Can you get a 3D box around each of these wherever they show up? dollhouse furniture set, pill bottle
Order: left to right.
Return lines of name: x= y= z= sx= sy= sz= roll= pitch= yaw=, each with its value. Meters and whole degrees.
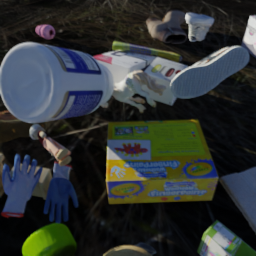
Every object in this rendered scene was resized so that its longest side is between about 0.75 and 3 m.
dollhouse furniture set: x=-3.398 y=0.818 z=5.804 sx=2.870 sy=2.538 sz=1.596 roll=8 pitch=43 yaw=9
pill bottle: x=-1.583 y=-1.129 z=7.251 sx=1.743 sy=1.743 sz=2.912 roll=19 pitch=15 yaw=21

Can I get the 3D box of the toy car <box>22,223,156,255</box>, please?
toy car: x=-0.192 y=2.789 z=4.583 sx=2.707 sy=2.135 sz=2.223 roll=2 pitch=35 yaw=-45

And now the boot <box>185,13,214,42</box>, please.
boot: x=1.966 y=-2.805 z=7.974 sx=0.570 sy=0.740 sz=1.549 roll=33 pitch=32 yaw=24

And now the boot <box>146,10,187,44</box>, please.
boot: x=2.205 y=-4.801 z=13.575 sx=2.665 sy=0.936 sz=1.949 roll=-20 pitch=52 yaw=-20

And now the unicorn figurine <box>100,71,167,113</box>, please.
unicorn figurine: x=-0.048 y=-1.074 z=8.722 sx=1.693 sy=2.466 sz=0.911 roll=28 pitch=45 yaw=-22

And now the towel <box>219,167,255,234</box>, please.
towel: x=3.070 y=1.682 z=6.526 sx=1.168 sy=0.304 sz=1.762 roll=-12 pitch=42 yaw=-14

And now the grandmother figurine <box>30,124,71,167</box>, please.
grandmother figurine: x=-1.684 y=0.320 z=5.937 sx=0.376 sy=0.753 sz=1.242 roll=-30 pitch=51 yaw=-31

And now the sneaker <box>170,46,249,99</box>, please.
sneaker: x=2.249 y=-1.538 z=7.927 sx=2.212 sy=0.868 sz=0.878 roll=-25 pitch=11 yaw=16

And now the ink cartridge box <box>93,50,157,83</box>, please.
ink cartridge box: x=-0.096 y=-2.172 z=10.151 sx=1.503 sy=0.875 sz=2.076 roll=23 pitch=32 yaw=24

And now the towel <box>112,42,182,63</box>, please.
towel: x=0.728 y=-3.023 z=11.128 sx=2.702 sy=0.308 sz=1.940 roll=10 pitch=19 yaw=-5

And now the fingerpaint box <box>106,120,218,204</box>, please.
fingerpaint box: x=0.716 y=0.794 z=7.070 sx=2.469 sy=0.906 sz=2.060 roll=-2 pitch=41 yaw=-2

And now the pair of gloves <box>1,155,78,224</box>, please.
pair of gloves: x=-1.929 y=1.365 z=6.259 sx=1.783 sy=0.203 sz=1.433 roll=19 pitch=55 yaw=-29

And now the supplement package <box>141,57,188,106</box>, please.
supplement package: x=1.239 y=-1.630 z=9.665 sx=1.203 sy=0.925 sz=1.258 roll=20 pitch=46 yaw=18

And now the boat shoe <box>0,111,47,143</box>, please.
boat shoe: x=-3.549 y=-0.104 z=8.258 sx=2.191 sy=0.789 sz=0.740 roll=-7 pitch=36 yaw=-17

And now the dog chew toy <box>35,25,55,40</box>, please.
dog chew toy: x=-4.041 y=-4.650 z=13.506 sx=1.065 sy=0.663 sz=0.663 roll=22 pitch=45 yaw=31

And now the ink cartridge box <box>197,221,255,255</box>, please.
ink cartridge box: x=1.937 y=2.433 z=5.273 sx=0.422 sy=0.824 sz=1.114 roll=-31 pitch=50 yaw=-30

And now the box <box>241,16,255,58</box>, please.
box: x=6.019 y=-3.655 z=11.693 sx=1.288 sy=1.484 sz=2.246 roll=-11 pitch=42 yaw=-12
